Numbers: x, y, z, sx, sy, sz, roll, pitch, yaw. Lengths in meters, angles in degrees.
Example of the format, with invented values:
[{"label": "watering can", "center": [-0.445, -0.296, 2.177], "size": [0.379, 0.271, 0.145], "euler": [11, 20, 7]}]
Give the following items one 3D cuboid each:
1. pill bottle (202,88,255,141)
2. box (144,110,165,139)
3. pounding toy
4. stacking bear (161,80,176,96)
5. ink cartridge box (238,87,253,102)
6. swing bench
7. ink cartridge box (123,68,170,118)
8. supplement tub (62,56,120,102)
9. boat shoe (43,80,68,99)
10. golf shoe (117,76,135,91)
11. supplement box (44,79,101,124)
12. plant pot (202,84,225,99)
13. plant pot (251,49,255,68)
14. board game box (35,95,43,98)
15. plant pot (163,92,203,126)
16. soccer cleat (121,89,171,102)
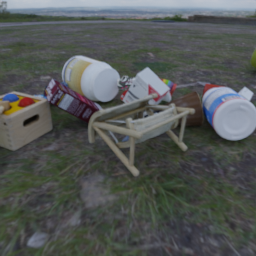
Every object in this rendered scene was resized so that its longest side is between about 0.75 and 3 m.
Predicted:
[{"label": "pill bottle", "center": [3.889, -0.728, 11.260], "size": [1.602, 1.602, 2.855], "euler": [1, 20, 2]}, {"label": "box", "center": [1.100, -0.157, 11.112], "size": [0.916, 0.834, 0.477], "euler": [-22, 35, -37]}, {"label": "pounding toy", "center": [-4.459, -0.441, 10.539], "size": [2.408, 1.860, 2.616], "euler": [14, 30, 26]}, {"label": "stacking bear", "center": [1.758, -2.120, 13.967], "size": [1.162, 0.706, 0.661], "euler": [24, 54, 1]}, {"label": "ink cartridge box", "center": [4.955, -1.156, 12.565], "size": [0.503, 1.149, 0.835], "euler": [38, 44, 7]}, {"label": "swing bench", "center": [0.367, -0.054, 9.406], "size": [2.517, 1.642, 2.530], "euler": [-22, 40, -36]}, {"label": "ink cartridge box", "center": [0.717, -1.398, 11.919], "size": [1.319, 1.828, 0.766], "euler": [45, 53, 8]}, {"label": "supplement tub", "center": [-1.914, -2.523, 14.477], "size": [1.993, 1.993, 2.760], "euler": [-22, 34, -36]}, {"label": "boat shoe", "center": [-3.569, -1.972, 14.378], "size": [1.046, 0.853, 2.486], "euler": [6, 17, -1]}, {"label": "golf shoe", "center": [0.060, -2.305, 13.764], "size": [1.349, 0.594, 0.521], "euler": [-27, 24, -29]}, {"label": "supplement box", "center": [-2.134, -0.971, 11.438], "size": [2.376, 0.723, 1.293], "euler": [30, 10, -32]}, {"label": "plant pot", "center": [4.056, -1.427, 13.568], "size": [1.000, 1.001, 0.882], "euler": [16, 42, 28]}, {"label": "plant pot", "center": [9.782, -4.296, 18.010], "size": [2.402, 2.402, 2.568], "euler": [-15, 49, -27]}, {"label": "board game box", "center": [-4.938, -1.236, 13.808], "size": [1.719, 0.298, 1.085], "euler": [-11, 29, -21]}, {"label": "plant pot", "center": [2.191, -0.668, 11.741], "size": [1.536, 1.436, 1.436], "euler": [-11, 27, 3]}, {"label": "soccer cleat", "center": [0.827, -1.542, 13.847], "size": [2.767, 1.178, 0.949], "euler": [-7, 48, 38]}]
